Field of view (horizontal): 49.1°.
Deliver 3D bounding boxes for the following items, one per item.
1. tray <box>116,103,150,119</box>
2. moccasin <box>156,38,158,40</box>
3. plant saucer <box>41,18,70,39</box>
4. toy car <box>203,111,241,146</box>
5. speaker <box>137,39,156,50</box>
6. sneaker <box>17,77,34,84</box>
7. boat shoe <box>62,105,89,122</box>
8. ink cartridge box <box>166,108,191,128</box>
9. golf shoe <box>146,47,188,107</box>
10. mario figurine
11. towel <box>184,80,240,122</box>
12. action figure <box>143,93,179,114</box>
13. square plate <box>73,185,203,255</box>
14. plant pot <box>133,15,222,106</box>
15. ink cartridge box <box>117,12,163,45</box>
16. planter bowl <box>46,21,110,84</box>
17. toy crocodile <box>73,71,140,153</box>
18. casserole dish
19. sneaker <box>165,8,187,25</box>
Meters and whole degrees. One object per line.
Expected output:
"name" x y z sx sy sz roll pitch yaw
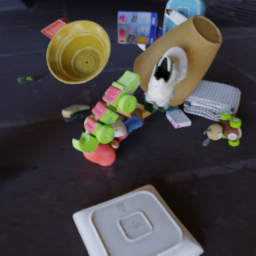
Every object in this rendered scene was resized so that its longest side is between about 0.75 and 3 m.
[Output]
"tray" 0.068 -0.878 12.756 1.784 0.330 0.880 27 43 35
"moccasin" 2.286 -4.227 13.959 2.028 0.692 0.816 -4 12 6
"plant saucer" -2.676 -4.204 12.797 1.969 1.973 0.362 2 69 50
"toy car" 3.433 0.197 10.587 1.350 1.109 1.065 -21 38 -12
"speaker" 0.938 -4.024 13.360 0.764 0.764 1.881 -6 27 -9
"sneaker" -5.645 -2.631 15.385 0.847 0.330 0.361 -7 27 -26
"boat shoe" -2.285 -0.667 12.288 0.632 0.527 1.695 8 19 22
"ink cartridge box" 2.131 -0.451 12.195 0.708 0.249 1.186 -10 39 -15
"golf shoe" 1.240 -1.760 8.191 0.927 1.150 2.366 15 58 14
"mario figurine" -0.652 0.069 10.141 1.578 1.838 2.977 28 37 16
"towel" 3.752 -1.203 12.674 2.349 1.005 1.945 15 39 18
"action figure" 1.288 -1.419 13.066 1.559 0.722 2.639 3 22 -8
"square plate" 0.160 2.702 7.457 2.652 0.377 2.627 -16 38 -22
"plant pot" 2.044 -2.734 10.709 2.703 2.900 2.703 14 56 -22
"ink cartridge box" 0.508 -4.122 11.671 1.871 1.277 0.714 1 70 1
"planter bowl" -1.515 -2.349 9.360 2.182 0.909 2.182 -3 77 13
"toy crocodile" -0.629 -0.485 8.362 0.957 0.876 2.836 38 93 42
"casserole dish" 2.315 -4.438 12.132 1.733 2.861 0.555 11 8 16
"sneaker" 1.856 -4.272 10.831 1.065 0.388 0.451 35 10 16
